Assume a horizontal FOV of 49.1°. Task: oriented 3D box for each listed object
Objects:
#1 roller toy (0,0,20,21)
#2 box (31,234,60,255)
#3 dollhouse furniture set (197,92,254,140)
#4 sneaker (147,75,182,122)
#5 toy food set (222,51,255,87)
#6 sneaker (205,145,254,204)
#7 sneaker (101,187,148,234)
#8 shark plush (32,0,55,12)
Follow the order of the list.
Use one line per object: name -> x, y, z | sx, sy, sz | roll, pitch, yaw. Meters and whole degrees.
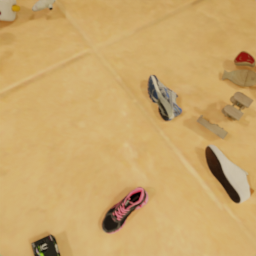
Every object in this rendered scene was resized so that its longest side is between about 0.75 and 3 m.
roller toy -> -5.356, -5.118, 11.737 | 1.366, 0.955, 1.247 | 37, 33, 31
box -> -2.209, 3.438, 7.641 | 0.593, 0.496, 0.798 | -22, 63, -11
dollhouse furniture set -> 3.151, -0.555, 9.246 | 1.032, 1.361, 1.553 | 36, 101, 12
sneaker -> 1.310, -1.119, 10.079 | 0.805, 0.728, 1.889 | -16, 70, -20
toy food set -> 5.023, -2.095, 10.164 | 2.741, 0.432, 1.743 | 25, 89, 31
sneaker -> 3.146, 1.339, 8.746 | 0.827, 0.711, 1.954 | -18, 68, -23
sneaker -> -0.109, 2.313, 8.077 | 1.710, 0.816, 0.676 | -42, 71, -18
shark plush -> -3.583, -5.510, 12.064 | 0.692, 0.755, 1.662 | -24, 40, 29
